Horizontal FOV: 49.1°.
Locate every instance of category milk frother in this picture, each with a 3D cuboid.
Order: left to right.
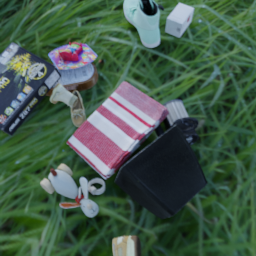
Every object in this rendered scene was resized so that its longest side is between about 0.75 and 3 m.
[{"bbox_3d":[1.628,-0.300,8.955,1.367,1.514,1.424,2,55,-34],"label":"milk frother"}]

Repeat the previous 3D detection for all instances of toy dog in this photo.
[{"bbox_3d":[-1.689,1.744,8.192,1.947,0.938,1.284,16,61,9],"label":"toy dog"}]

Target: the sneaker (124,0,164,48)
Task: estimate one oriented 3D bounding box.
[{"bbox_3d":[0.608,-4.990,11.622,1.105,1.772,3.004,-19,60,-9],"label":"sneaker"}]

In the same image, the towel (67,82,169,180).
[{"bbox_3d":[-0.393,-0.044,9.089,2.122,0.335,2.947,37,78,31],"label":"towel"}]

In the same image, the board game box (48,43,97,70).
[{"bbox_3d":[-2.201,-2.975,10.887,1.632,0.402,2.065,-22,45,-17],"label":"board game box"}]

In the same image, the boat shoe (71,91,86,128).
[{"bbox_3d":[-1.810,-0.666,9.882,0.510,0.436,1.391,-12,61,-7],"label":"boat shoe"}]

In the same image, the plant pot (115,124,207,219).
[{"bbox_3d":[0.998,1.412,7.912,1.980,1.985,1.761,-37,76,-19],"label":"plant pot"}]

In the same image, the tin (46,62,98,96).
[{"bbox_3d":[-2.328,-1.954,10.645,2.349,0.492,1.315,-13,57,-7],"label":"tin"}]

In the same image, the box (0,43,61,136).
[{"bbox_3d":[-4.092,-1.428,9.895,2.257,0.688,2.800,31,75,21],"label":"box"}]

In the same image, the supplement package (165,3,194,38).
[{"bbox_3d":[2.203,-4.617,12.006,0.725,0.734,1.211,27,63,15],"label":"supplement package"}]

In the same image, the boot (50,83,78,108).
[{"bbox_3d":[-1.958,-0.862,8.568,0.768,0.993,0.358,35,58,-6],"label":"boot"}]

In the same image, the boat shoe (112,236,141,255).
[{"bbox_3d":[-0.147,3.994,7.066,0.905,0.852,2.377,-7,51,12],"label":"boat shoe"}]
